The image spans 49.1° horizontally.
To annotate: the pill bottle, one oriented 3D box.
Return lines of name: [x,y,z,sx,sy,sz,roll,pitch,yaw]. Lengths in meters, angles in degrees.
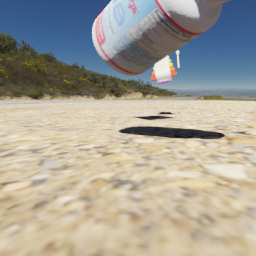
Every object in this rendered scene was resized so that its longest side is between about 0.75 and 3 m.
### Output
pill bottle: [0.582,-1.989,4.676,1.397,1.397,2.570,-5,-12,-38]

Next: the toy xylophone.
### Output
toy xylophone: [1.613,-2.679,11.939,1.245,1.700,0.427,-3,-31,19]
